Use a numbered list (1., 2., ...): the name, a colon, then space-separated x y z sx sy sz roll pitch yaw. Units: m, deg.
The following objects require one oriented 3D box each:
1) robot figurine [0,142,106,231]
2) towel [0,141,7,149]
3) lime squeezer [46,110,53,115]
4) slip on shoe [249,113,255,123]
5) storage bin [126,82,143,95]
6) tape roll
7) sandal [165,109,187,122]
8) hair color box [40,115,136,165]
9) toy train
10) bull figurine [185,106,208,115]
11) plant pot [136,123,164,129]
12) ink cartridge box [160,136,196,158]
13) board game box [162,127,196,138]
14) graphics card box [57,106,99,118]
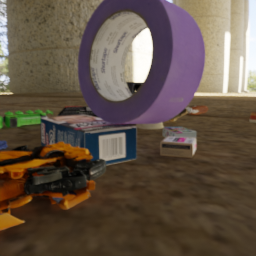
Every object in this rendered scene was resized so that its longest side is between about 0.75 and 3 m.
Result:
1. robot figurine: -1.463 0.665 3.264 2.400 0.699 1.740 -9 12 -40
2. towel: -3.654 0.485 6.243 1.519 0.181 1.100 0 11 9
3. lime squeezer: -3.971 -0.803 14.128 0.359 0.192 1.016 -3 9 -15
4. slip on shoe: 5.350 -0.451 11.164 1.382 0.423 0.512 -4 8 -33
5. storage bin: 0.212 -1.081 11.449 1.087 1.568 2.319 5 10 27
6. tape roll: 0.151 -1.298 5.474 2.462 2.462 1.046 9 7 43
7. sandal: 1.850 -0.397 11.089 1.070 0.352 0.392 -22 44 6
8. hair color box: -0.977 0.190 6.167 1.190 0.720 2.379 -6 11 -35
9. toy train: -4.005 -0.275 9.885 2.534 0.529 0.715 -9 22 -44
10. bull figurine: 3.280 -0.875 13.789 1.311 0.427 0.796 -4 10 -22
11. plant pot: 0.746 -0.469 9.730 0.986 0.902 0.986 0 9 0
12. ink cartridge box: 1.117 0.401 6.154 0.678 0.309 0.823 2 8 18
13. board game box: 1.397 0.171 7.735 0.627 0.273 0.850 -2 9 -16
14. graphics card box: -1.264 -0.251 8.939 1.736 0.704 2.767 0 8 -9
